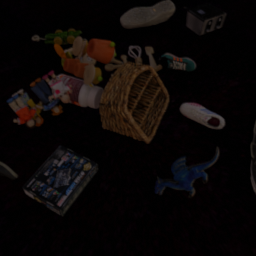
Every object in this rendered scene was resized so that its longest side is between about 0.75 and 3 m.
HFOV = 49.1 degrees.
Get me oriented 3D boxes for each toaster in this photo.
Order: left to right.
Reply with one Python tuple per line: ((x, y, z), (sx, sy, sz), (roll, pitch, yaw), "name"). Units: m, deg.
((3.369, -4.875, 12.467), (1.280, 0.840, 1.415), (-25, 54, -19), "toaster")

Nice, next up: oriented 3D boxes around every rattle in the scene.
((-1.700, -2.797, 10.434), (1.722, 1.230, 1.121), (1, 51, 5), "rattle")

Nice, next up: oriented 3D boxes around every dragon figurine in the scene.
((1.434, 1.119, 7.021), (0.939, 1.889, 0.556), (33, 22, -12), "dragon figurine")

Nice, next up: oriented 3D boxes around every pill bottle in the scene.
((-1.657, -1.189, 9.331), (1.560, 0.855, 0.855), (19, 52, 15), "pill bottle")

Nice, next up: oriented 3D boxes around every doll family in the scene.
((-2.708, -0.796, 8.747), (2.041, 1.267, 0.920), (-39, 25, -18), "doll family")

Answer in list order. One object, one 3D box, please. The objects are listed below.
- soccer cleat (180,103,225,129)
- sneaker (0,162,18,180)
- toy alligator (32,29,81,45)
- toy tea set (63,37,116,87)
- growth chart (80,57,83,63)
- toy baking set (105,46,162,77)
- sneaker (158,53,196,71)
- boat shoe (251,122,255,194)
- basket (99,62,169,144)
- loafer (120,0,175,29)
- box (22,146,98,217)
((2.294, -0.393, 8.751), (1.490, 0.520, 0.643), (24, 18, 18), "soccer cleat")
((-3.688, 1.272, 7.547), (1.409, 0.527, 0.748), (18, 61, 21), "sneaker")
((-2.946, -3.716, 11.741), (2.074, 0.498, 0.687), (-5, 50, 2), "toy alligator")
((-1.262, -2.252, 9.436), (0.937, 1.506, 2.533), (5, 15, -37), "toy tea set")
((-1.667, -2.675, 11.112), (0.814, 0.072, 0.589), (2, 49, 0), "growth chart")
((0.274, -2.513, 10.816), (2.564, 0.298, 1.968), (-29, 55, -22), "toy baking set")
((1.805, -2.386, 10.547), (1.439, 0.513, 0.575), (24, 46, 30), "sneaker")
((3.704, 0.683, 7.456), (0.957, 0.862, 2.708), (-8, 48, 28), "boat shoe")
((0.302, -0.930, 8.640), (1.641, 1.573, 2.203), (18, 52, 16), "basket")
((0.867, -4.886, 12.463), (2.604, 0.909, 0.910), (-19, 75, -13), "loafer")
((-1.776, 1.351, 7.494), (1.269, 0.367, 1.597), (23, 54, 19), "box")
